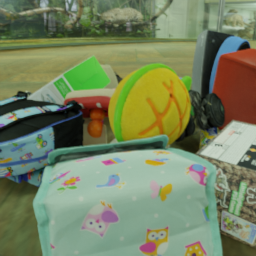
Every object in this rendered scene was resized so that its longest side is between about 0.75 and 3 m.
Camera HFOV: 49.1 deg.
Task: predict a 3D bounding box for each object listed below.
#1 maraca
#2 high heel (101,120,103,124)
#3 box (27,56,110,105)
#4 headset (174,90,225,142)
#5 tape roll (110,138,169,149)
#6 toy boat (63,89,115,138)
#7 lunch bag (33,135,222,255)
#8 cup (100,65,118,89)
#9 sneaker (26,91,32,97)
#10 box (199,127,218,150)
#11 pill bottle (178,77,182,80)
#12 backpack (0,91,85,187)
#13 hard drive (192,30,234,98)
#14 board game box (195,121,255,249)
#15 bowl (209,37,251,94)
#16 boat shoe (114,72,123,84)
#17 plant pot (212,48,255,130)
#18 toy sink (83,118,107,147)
[{"bbox_3d":[0.688,-0.405,6.265,1.543,1.977,2.884,26,20,35],"label":"maraca"},{"bbox_3d":[-1.267,-0.171,9.731,0.849,0.286,0.407,-1,38,7],"label":"high heel"},{"bbox_3d":[-2.089,-1.168,9.581,2.184,1.196,2.475,-25,17,28],"label":"box"},{"bbox_3d":[1.789,-0.480,7.888,1.850,1.407,2.996,-21,8,9],"label":"headset"},{"bbox_3d":[0.281,0.592,7.525,1.673,0.306,1.673,-4,27,2],"label":"tape roll"},{"bbox_3d":[-0.792,-0.318,7.340,1.806,1.181,1.179,-2,-14,18],"label":"toy boat"},{"bbox_3d":[-0.171,1.112,4.715,2.396,1.715,2.813,-8,10,-10],"label":"lunch bag"},{"bbox_3d":[-1.328,-2.505,14.140,1.721,1.231,1.721,0,23,0],"label":"cup"},{"bbox_3d":[-4.291,-0.740,10.336,0.958,0.933,2.406,-1,20,21],"label":"sneaker"},{"bbox_3d":[2.271,0.414,7.886,0.489,0.533,1.522,6,23,13],"label":"box"},{"bbox_3d":[2.100,-1.557,12.097,0.989,0.989,1.763,5,22,11],"label":"pill bottle"},{"bbox_3d":[-2.585,0.327,6.453,2.397,1.766,2.626,12,24,27],"label":"backpack"},{"bbox_3d":[3.180,-2.093,10.546,1.917,2.843,0.602,-7,14,-37],"label":"hard drive"},{"bbox_3d":[2.867,1.081,5.127,2.827,1.369,2.254,16,27,34],"label":"board game box"},{"bbox_3d":[3.889,-1.895,10.458,0.565,2.880,2.880,18,28,34],"label":"bowl"},{"bbox_3d":[-0.885,-2.732,15.370,1.939,0.711,0.722,16,27,34],"label":"boat shoe"},{"bbox_3d":[4.342,-1.082,9.209,2.477,2.479,2.185,-21,35,-40],"label":"plant pot"},{"bbox_3d":[-1.167,0.141,8.119,1.346,0.877,0.754,5,22,13],"label":"toy sink"}]
